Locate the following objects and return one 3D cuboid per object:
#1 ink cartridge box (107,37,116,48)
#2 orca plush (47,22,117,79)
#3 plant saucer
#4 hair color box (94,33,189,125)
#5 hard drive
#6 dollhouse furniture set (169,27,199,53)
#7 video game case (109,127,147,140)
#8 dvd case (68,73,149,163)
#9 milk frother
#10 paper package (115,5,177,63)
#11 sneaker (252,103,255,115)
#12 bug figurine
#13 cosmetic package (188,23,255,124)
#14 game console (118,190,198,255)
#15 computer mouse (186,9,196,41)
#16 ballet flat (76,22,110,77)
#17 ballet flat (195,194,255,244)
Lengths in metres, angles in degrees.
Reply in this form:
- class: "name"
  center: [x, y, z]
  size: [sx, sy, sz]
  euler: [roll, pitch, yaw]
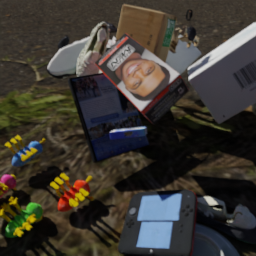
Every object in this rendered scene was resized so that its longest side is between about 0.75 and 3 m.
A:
- class: "ink cartridge box"
  center: [-0.770, -3.320, 11.675]
  size: [0.301, 0.888, 0.515]
  euler: [0, 39, -34]
- class: "orca plush"
  center: [-1.661, -2.697, 10.163]
  size: [1.503, 1.016, 2.857]
  euler: [33, 76, 4]
- class: "plant saucer"
  center: [1.347, 2.717, 5.657]
  size: [2.074, 0.521, 2.074]
  euler: [-1, 38, 1]
- class: "hair color box"
  center: [0.258, -1.320, 7.091]
  size: [1.224, 0.739, 2.412]
  euler: [-44, 51, 3]
- class: "hard drive"
  center: [2.035, -2.899, 11.254]
  size: [1.176, 0.234, 1.783]
  euler: [46, 64, -2]
- class: "dollhouse furniture set"
  center: [1.775, -2.870, 9.346]
  size: [0.774, 0.548, 0.842]
  euler: [21, -10, -42]
- class: "video game case"
  center: [0.020, 0.119, 6.726]
  size: [0.826, 0.188, 0.749]
  euler: [-6, 4, 7]
- class: "dvd case"
  center: [-0.551, -0.412, 8.082]
  size: [1.767, 0.217, 2.476]
  euler: [-15, 83, -26]
- class: "milk frother"
  center: [-0.123, -2.046, 9.840]
  size: [2.705, 2.997, 2.819]
  euler: [0, 38, -5]
- class: "paper package"
  center: [0.519, -2.945, 9.233]
  size: [1.716, 1.800, 0.931]
  euler: [25, 25, 27]
- class: "sneaker"
  center: [5.446, -0.573, 9.822]
  size: [2.193, 0.830, 1.009]
  euler: [11, 46, 25]
- class: "bug figurine"
  center: [-2.424, 1.464, 7.105]
  size: [2.963, 0.762, 2.298]
  euler: [33, 54, 29]
- class: "cosmetic package"
  center: [3.504, -1.878, 8.932]
  size: [2.768, 1.707, 2.776]
  euler: [-33, 8, 19]
- class: "game console"
  center: [0.648, 2.024, 6.064]
  size: [1.673, 0.260, 1.480]
  euler: [-12, 37, 30]
- class: "computer mouse"
  center: [1.792, -2.948, 8.077]
  size: [0.256, 0.873, 0.149]
  euler: [1, 25, 33]
- class: "ballet flat"
  center: [-1.075, -2.441, 8.879]
  size: [0.797, 0.797, 2.222]
  euler: [9, 70, 12]
- class: "ballet flat"
  center: [2.249, 2.019, 6.420]
  size: [2.060, 0.753, 0.753]
  euler: [17, 41, 20]
